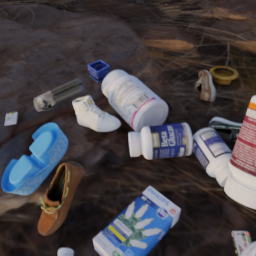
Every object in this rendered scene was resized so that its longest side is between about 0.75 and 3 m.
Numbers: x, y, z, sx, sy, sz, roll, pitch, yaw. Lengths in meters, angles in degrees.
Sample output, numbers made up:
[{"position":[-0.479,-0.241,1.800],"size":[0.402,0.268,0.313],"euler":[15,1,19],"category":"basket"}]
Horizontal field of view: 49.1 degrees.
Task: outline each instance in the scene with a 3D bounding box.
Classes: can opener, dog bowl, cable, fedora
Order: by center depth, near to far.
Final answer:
[{"position":[3.504,3.660,6.420],"size":[2.122,0.735,2.122],"euler":[25,65,-1],"category":"cable"},{"position":[-2.953,1.050,9.046],"size":[2.569,0.637,1.432],"euler":[-52,41,-9],"category":"dog bowl"},{"position":[-2.824,-1.300,11.546],"size":[2.293,0.767,0.612],"euler":[-22,79,10],"category":"can opener"},{"position":[4.580,-2.481,13.524],"size":[1.380,0.563,1.380],"euler":[-3,39,2],"category":"fedora"}]

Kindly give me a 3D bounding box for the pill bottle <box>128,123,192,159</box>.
[{"position":[1.103,0.498,9.943],"size":[2.120,1.178,1.178],"euler":[-6,44,-3],"category":"pill bottle"}]

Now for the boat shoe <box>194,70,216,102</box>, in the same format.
[{"position":[3.451,-1.986,12.887],"size":[0.732,0.772,2.040],"euler":[-2,42,1],"category":"boat shoe"}]

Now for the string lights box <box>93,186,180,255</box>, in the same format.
[{"position":[0.284,2.846,7.865],"size":[1.195,0.686,2.326],"euler":[33,53,30],"category":"string lights box"}]

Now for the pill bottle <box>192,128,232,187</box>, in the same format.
[{"position":[2.970,1.001,9.514],"size":[1.057,1.057,1.903],"euler":[-13,48,-13],"category":"pill bottle"}]

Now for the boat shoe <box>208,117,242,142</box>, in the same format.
[{"position":[4.087,0.238,10.613],"size":[2.140,0.757,0.681],"euler":[16,45,26],"category":"boat shoe"}]

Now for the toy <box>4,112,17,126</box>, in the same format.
[{"position":[-4.807,-0.327,11.551],"size":[0.455,0.186,0.790],"euler":[-11,45,-8],"category":"toy"}]

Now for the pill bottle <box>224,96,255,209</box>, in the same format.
[{"position":[3.709,0.669,7.577],"size":[1.595,2.793,1.595],"euler":[14,13,-3],"category":"pill bottle"}]

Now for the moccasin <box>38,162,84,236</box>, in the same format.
[{"position":[-2.022,2.006,7.881],"size":[0.830,2.268,0.875],"euler":[37,12,33],"category":"moccasin"}]

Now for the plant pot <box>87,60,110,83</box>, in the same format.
[{"position":[-1.413,-2.718,13.645],"size":[0.817,0.735,0.817],"euler":[-30,51,-28],"category":"plant pot"}]

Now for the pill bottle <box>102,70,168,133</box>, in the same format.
[{"position":[0.172,-1.125,11.354],"size":[1.589,1.589,2.803],"euler":[-24,49,-23],"category":"pill bottle"}]

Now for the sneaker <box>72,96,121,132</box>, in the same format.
[{"position":[-1.293,-0.583,10.624],"size":[2.069,1.196,0.762],"euler":[11,41,33],"category":"sneaker"}]

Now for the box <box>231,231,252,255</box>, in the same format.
[{"position":[3.219,3.325,7.759],"size":[0.493,0.156,0.896],"euler":[1,44,1],"category":"box"}]

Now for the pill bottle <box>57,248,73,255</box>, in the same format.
[{"position":[-1.670,3.609,7.214],"size":[0.503,0.503,0.869],"euler":[0,44,0],"category":"pill bottle"}]
